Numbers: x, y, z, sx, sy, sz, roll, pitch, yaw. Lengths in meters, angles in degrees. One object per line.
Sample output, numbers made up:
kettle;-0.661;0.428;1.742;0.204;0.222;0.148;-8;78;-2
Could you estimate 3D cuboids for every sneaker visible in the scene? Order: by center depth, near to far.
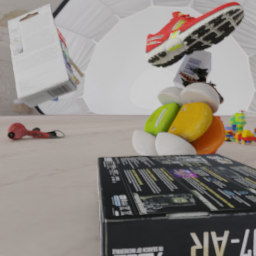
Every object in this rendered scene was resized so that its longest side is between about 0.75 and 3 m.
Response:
sneaker;1.494;-2.552;7.111;2.695;1.144;1.038;-19;-21;34

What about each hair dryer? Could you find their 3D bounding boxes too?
hair dryer;-4.402;0.142;12.703;2.068;0.738;2.716;4;7;28

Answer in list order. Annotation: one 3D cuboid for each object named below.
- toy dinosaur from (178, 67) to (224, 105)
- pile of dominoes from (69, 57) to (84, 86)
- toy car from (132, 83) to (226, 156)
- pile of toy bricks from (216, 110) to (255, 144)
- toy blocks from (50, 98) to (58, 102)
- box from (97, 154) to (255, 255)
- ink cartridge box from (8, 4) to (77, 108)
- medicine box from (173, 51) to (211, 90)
toy dinosaur;2.033;-1.190;8.131;1.582;0.808;1.074;19;-4;35
pile of dominoes;-2.517;-2.238;11.435;1.010;1.295;0.206;-38;-5;-8
toy car;1.507;0.092;7.611;1.858;2.168;2.478;39;-17;-26
pile of toy bricks;4.717;-0.103;11.924;1.491;1.327;2.688;-1;5;-12
toy blocks;-2.601;-1.454;9.525;0.696;1.393;0.953;8;-3;39
box;0.740;0.896;3.753;2.288;0.622;2.857;-1;5;-8
ink cartridge box;-2.421;-2.033;7.770;1.440;2.643;0.666;-19;-22;6
medicine box;2.188;-1.755;9.417;0.744;1.316;1.445;25;-4;20
